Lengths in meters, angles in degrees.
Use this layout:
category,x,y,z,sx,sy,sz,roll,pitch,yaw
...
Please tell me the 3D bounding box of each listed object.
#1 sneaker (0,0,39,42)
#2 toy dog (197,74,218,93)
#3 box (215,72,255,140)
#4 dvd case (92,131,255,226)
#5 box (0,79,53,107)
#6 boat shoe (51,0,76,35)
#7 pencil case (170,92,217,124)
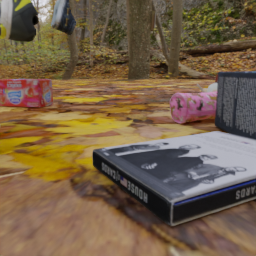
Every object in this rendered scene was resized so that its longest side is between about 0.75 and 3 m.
category,x,y,z,sx,sy,sz,roll,pitch,yaw
sneaker,-3.272,-3.589,8.412,1.127,2.664,0.992,13,-29,-33
toy dog,3.635,-1.514,11.357,1.767,1.291,2.680,0,12,-2
box,3.303,-0.485,5.992,2.013,1.452,2.712,-1,12,-2
dvd case,1.078,0.492,4.054,2.648,0.327,1.990,-6,13,-28
box,-4.355,-1.467,11.609,2.208,1.101,1.054,3,12,16
boat shoe,-2.139,-3.908,9.616,0.714,1.572,0.556,23,-29,-35
pencil case,2.262,-0.621,8.103,2.169,0.898,0.938,-5,-14,-22
